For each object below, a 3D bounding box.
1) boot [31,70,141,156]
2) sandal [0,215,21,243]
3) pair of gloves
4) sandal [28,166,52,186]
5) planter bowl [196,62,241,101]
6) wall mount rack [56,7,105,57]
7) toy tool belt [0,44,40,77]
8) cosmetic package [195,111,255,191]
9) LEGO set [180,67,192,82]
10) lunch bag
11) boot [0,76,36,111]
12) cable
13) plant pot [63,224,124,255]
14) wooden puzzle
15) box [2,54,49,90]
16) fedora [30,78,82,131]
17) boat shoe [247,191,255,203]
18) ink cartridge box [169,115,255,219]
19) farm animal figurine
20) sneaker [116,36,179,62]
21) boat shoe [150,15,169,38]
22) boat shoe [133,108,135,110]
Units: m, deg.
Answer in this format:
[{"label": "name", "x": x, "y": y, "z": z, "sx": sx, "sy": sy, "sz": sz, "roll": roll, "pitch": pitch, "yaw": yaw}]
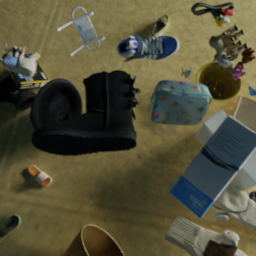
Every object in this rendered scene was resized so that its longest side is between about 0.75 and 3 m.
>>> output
[{"label": "boot", "x": -0.963, "y": -0.464, "z": 7.158, "sx": 2.662, "sy": 0.985, "sz": 2.182, "roll": -3, "pitch": 56, "yaw": 1}, {"label": "sandal", "x": -4.259, "y": 3.424, "z": 9.134, "sx": 1.590, "sy": 0.454, "sz": 0.631, "roll": -42, "pitch": 74, "yaw": -15}, {"label": "pair of gloves", "x": 2.942, "y": 2.977, "z": 8.692, "sx": 2.544, "sy": 0.525, "sz": 2.992, "roll": 32, "pitch": 58, "yaw": 32}, {"label": "sandal", "x": -3.179, "y": 1.683, "z": 9.899, "sx": 1.023, "sy": 0.293, "sz": 0.392, "roll": 34, "pitch": 73, "yaw": 12}, {"label": "planter bowl", "x": 3.453, "y": -1.667, "z": 10.975, "sx": 1.710, "sy": 0.712, "sz": 1.710, "roll": -1, "pitch": 68, "yaw": 2}, {"label": "wall mount rack", "x": -1.409, "y": -2.808, "z": 8.335, "sx": 1.187, "sy": 1.366, "sz": 0.509, "roll": -27, "pitch": 28, "yaw": -1}, {"label": "toy tool belt", "x": -2.779, "y": -1.736, "z": 6.907, "sx": 1.076, "sy": 0.672, "sz": 0.661, "roll": 18, "pitch": 69, "yaw": -19}, {"label": "cosmetic package", "x": 3.590, "y": 0.801, "z": 9.702, "sx": 0.960, "sy": 1.318, "sz": 2.593, "roll": -35, "pitch": 73, "yaw": -12}, {"label": "LEGO set", "x": 2.047, "y": -1.834, "z": 9.972, "sx": 0.229, "sy": 0.525, "sz": 0.809, "roll": 33, "pitch": 101, "yaw": 48}, {"label": "lunch bag", "x": 1.485, "y": -0.692, "z": 8.395, "sx": 1.722, "sy": 1.381, "sz": 0.664, "roll": 5, "pitch": 45, "yaw": -7}, {"label": "boot", "x": -4.611, "y": -1.078, "z": 10.739, "sx": 1.928, "sy": 0.725, "sz": 1.441, "roll": -41, "pitch": 74, "yaw": -15}, {"label": "cable", "x": 2.625, "y": -3.468, "z": 8.365, "sx": 1.569, "sy": 0.762, "sz": 0.395, "roll": -1, "pitch": 60, "yaw": -36}, {"label": "plant pot", "x": -1.339, "y": 4.263, "z": 8.169, "sx": 2.035, "sy": 1.897, "sz": 1.897, "roll": -46, "pitch": 74, "yaw": 6}, {"label": "wooden puzzle", "x": 4.725, "y": -0.488, "z": 10.796, "sx": 1.441, "sy": 0.250, "sz": 2.135, "roll": 31, "pitch": 72, "yaw": 7}, {"label": "box", "x": -4.042, "y": -2.247, "z": 11.035, "sx": 1.269, "sy": 0.392, "sz": 1.589, "roll": -16, "pitch": 64, "yaw": -44}, {"label": "fedora", "x": -2.779, "y": -0.666, "z": 10.201, "sx": 1.078, "sy": 2.360, "sz": 2.360, "roll": 5, "pitch": 65, "yaw": 36}, {"label": "boat shoe", "x": 4.638, "y": 2.911, "z": 9.247, "sx": 0.649, "sy": 0.613, "sz": 1.810, "roll": -22, "pitch": 70, "yaw": -8}, {"label": "ink cartridge box", "x": 2.378, "y": 1.056, "z": 7.601, "sx": 1.036, "sy": 1.795, "sz": 2.474, "roll": 38, "pitch": 95, "yaw": 21}, {"label": "farm animal figurine", "x": 2.939, "y": -2.167, "z": 8.287, "sx": 1.760, "sy": 0.885, "sz": 1.421, "roll": -38, "pitch": 100, "yaw": -44}, {"label": "sneaker", "x": 0.557, "y": -2.548, "z": 8.896, "sx": 1.868, "sy": 1.368, "sz": 0.753, "roll": 1, "pitch": 100, "yaw": 26}, {"label": "boat shoe", "x": 1.400, "y": -4.416, "z": 12.182, "sx": 0.541, "sy": 0.467, "sz": 1.483, "roll": 29, "pitch": 72, "yaw": 11}, {"label": "boat shoe", "x": -0.445, "y": -0.608, "z": 10.635, "sx": 1.756, "sy": 0.583, "sz": 0.650, "roll": -35, "pitch": 73, "yaw": -13}]
